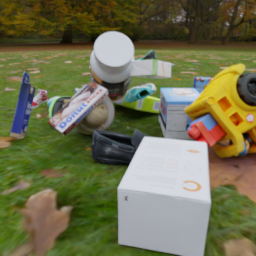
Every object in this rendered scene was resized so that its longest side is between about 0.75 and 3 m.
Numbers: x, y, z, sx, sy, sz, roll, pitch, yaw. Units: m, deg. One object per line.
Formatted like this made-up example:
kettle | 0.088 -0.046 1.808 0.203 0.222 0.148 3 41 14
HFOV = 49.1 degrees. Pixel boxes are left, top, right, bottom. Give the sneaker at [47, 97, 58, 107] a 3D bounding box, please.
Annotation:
sneaker | -3.262 -1.015 13.115 1.673 0.666 1.092 6 19 18

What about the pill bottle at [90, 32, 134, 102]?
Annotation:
pill bottle | -0.618 -2.189 10.491 1.634 1.634 2.808 -2 -16 -7

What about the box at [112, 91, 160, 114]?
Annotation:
box | 0.058 -1.367 13.423 1.820 0.711 2.985 5 11 -43

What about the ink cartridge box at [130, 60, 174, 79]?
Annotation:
ink cartridge box | 0.880 -1.987 9.627 0.900 0.517 1.537 6 8 37

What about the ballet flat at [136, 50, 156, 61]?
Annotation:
ballet flat | 0.600 -2.515 10.656 1.225 0.419 0.417 -18 20 51

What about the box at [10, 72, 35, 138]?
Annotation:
box | -2.845 -0.615 7.695 0.280 1.729 1.047 11 0 -12

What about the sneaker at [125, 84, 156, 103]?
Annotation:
sneaker | 0.268 -0.874 7.216 0.945 0.366 0.376 -20 19 40

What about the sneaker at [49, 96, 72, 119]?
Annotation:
sneaker | -2.239 -0.840 11.978 1.233 1.130 2.944 9 24 27

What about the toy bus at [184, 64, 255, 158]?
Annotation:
toy bus | 3.063 -0.039 8.454 2.684 2.796 1.897 -40 3 -20

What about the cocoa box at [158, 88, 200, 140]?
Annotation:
cocoa box | 2.031 -0.614 10.793 1.487 1.463 2.230 0 20 1

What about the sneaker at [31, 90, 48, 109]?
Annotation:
sneaker | -3.569 -1.154 11.024 0.344 0.543 0.966 30 43 18

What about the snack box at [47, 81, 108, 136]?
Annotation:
snack box | -1.618 -0.667 9.175 0.751 0.254 2.090 32 66 27

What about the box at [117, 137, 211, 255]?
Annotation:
box | 0.848 1.258 5.966 1.575 1.234 2.532 5 20 13

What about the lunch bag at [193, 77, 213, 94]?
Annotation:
lunch bag | 5.000 -2.154 15.968 1.957 1.223 2.600 10 10 28

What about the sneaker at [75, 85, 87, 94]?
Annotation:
sneaker | -1.845 -1.767 13.312 1.467 0.565 0.555 -18 30 7

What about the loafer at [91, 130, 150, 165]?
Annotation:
loafer | 0.294 0.562 8.215 2.871 1.008 0.975 4 19 9

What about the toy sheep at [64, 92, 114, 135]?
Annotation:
toy sheep | -1.436 -0.612 10.455 1.891 1.891 2.743 -5 17 -14

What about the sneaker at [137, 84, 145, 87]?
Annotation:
sneaker | 0.663 -1.918 13.751 0.534 0.495 1.325 16 7 19
